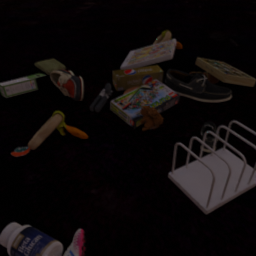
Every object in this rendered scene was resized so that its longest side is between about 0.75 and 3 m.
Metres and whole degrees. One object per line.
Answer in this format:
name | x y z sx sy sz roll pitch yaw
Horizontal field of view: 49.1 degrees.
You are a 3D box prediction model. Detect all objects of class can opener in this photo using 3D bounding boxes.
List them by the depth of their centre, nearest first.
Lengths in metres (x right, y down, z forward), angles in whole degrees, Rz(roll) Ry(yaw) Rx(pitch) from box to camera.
can opener | -1.111 -1.307 11.647 0.454 0.569 1.701 10 37 13

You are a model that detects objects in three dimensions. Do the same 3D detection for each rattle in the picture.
rattle | -2.600 0.550 9.303 1.326 1.455 2.036 -1 47 46
rattle | 2.075 -4.420 16.224 1.444 1.585 2.218 -10 45 36

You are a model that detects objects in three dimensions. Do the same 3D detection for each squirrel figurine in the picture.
squirrel figurine | 0.793 -0.432 9.806 0.648 0.915 0.854 -11 77 -35

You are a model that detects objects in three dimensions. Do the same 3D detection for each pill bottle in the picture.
pill bottle | -2.122 2.557 6.050 1.278 0.710 0.710 18 39 22

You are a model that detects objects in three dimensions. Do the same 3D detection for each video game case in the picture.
video game case | 1.095 -3.797 14.536 2.655 0.304 2.416 -10 31 21

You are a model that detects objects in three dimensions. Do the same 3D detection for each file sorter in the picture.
file sorter | 2.561 0.935 7.792 2.290 1.426 1.589 -19 40 -25

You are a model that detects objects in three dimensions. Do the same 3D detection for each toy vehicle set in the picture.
toy vehicle set | 4.502 -2.661 13.205 1.630 0.348 2.624 4 28 -20

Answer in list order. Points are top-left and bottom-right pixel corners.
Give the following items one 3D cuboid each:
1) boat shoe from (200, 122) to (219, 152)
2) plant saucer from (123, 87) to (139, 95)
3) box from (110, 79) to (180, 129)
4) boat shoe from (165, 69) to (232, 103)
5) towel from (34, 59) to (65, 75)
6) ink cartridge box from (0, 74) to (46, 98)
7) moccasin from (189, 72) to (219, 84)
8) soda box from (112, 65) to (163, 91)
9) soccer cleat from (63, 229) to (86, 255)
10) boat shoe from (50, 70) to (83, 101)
boat shoe | 2.786 0.163 9.530 0.617 0.581 1.718 3 27 16
plant saucer | 0.516 -1.431 12.119 1.438 0.232 1.438 0 37 0
box | 0.701 -1.017 11.097 2.550 0.443 1.404 -31 56 -33
boat shoe | 2.992 -1.809 12.025 2.913 0.985 1.046 17 40 17
towel | -4.044 -3.196 14.546 1.132 0.278 1.526 -26 42 -33
ink cartridge box | -4.566 -1.859 12.229 1.866 0.553 0.969 -23 24 -29
moccasin | 3.526 -2.357 13.021 1.395 0.510 0.539 19 9 13
soda box | 0.447 -2.308 12.919 2.235 0.716 0.757 -10 38 -14
soccer cleat | -1.237 2.792 5.995 0.599 0.484 1.386 -1 36 -1
boat shoe | -2.609 -1.876 11.941 0.882 1.003 2.818 2 24 -29
